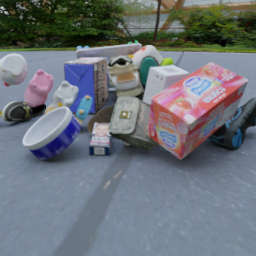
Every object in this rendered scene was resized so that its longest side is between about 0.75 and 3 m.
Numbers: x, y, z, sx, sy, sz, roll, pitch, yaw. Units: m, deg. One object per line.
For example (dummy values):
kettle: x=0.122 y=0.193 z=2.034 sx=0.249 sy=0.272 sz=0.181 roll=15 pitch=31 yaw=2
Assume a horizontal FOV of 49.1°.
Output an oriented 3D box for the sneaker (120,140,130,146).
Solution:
sneaker: x=0.029 y=-0.014 z=7.365 sx=0.412 sy=0.525 sz=1.057 roll=11 pitch=63 yaw=17

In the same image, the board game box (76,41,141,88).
board game box: x=-0.883 y=-2.718 z=12.545 sx=2.694 sy=2.693 sz=0.348 roll=-9 pitch=61 yaw=-10

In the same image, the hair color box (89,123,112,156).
hair color box: x=-0.662 y=0.269 z=7.016 sx=0.490 sy=0.297 sz=0.980 roll=2 pitch=34 yaw=1

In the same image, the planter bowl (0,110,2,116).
planter bowl: x=-5.136 y=-0.697 z=9.619 sx=1.474 sy=0.614 sz=1.474 roll=0 pitch=20 yaw=0

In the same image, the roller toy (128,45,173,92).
roller toy: x=0.450 y=-2.204 z=11.251 sx=2.304 sy=1.610 sz=2.102 roll=-43 pitch=18 yaw=-13

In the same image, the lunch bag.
lunch bag: x=0.166 y=-0.135 z=6.710 sx=1.197 sy=0.981 sz=0.704 roll=20 pitch=-24 yaw=-15

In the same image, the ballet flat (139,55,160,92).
ballet flat: x=0.797 y=-1.376 z=8.865 sx=0.716 sy=2.112 sz=0.795 roll=-2 pitch=34 yaw=18

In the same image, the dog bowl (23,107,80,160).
dog bowl: x=-1.785 y=0.112 z=6.585 sx=1.295 sy=0.510 sz=1.295 roll=-25 pitch=31 yaw=17

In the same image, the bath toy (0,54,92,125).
bath toy: x=-2.432 y=-0.996 z=8.040 sx=2.745 sy=1.193 sz=1.014 roll=32 pitch=-21 yaw=-10

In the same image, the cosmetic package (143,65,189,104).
cosmetic package: x=0.934 y=-0.732 z=7.708 sx=0.922 sy=1.818 sz=0.648 roll=-14 pitch=38 yaw=-38

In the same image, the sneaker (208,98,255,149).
sneaker: x=2.944 y=-0.266 z=7.614 sx=0.865 sy=0.774 sz=2.113 roll=15 pitch=39 yaw=42

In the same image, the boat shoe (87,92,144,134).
boat shoe: x=-0.151 y=-0.240 z=8.162 sx=2.133 sy=0.812 sz=0.764 roll=-25 pitch=57 yaw=-15

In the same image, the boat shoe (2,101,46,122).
boat shoe: x=-3.392 y=-0.594 z=9.263 sx=0.536 sy=0.635 sz=1.782 roll=4 pitch=17 yaw=15

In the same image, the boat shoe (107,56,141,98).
boat shoe: x=-0.140 y=-1.771 z=8.686 sx=1.008 sy=0.923 sz=2.698 roll=-15 pitch=25 yaw=-5

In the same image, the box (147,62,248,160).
box: x=1.547 y=-0.448 z=6.276 sx=2.174 sy=1.116 sz=1.029 roll=-33 pitch=54 yaw=-30

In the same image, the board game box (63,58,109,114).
board game box: x=-1.497 y=-1.686 z=10.638 sx=1.074 sy=1.768 sz=2.217 roll=3 pitch=20 yaw=8
